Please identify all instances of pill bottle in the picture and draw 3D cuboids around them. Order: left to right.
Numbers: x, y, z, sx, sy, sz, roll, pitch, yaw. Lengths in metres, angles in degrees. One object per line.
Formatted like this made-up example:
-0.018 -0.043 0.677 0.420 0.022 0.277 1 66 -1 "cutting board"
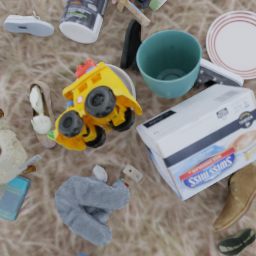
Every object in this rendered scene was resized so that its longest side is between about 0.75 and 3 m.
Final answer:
-1.292 -4.025 8.963 1.226 1.226 2.308 14 81 2 "pill bottle"

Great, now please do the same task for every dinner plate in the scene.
3.749 -2.724 9.252 2.401 0.291 2.401 0 81 0 "dinner plate"

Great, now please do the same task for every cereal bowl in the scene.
-0.686 -0.941 8.558 1.933 0.805 1.933 1 96 11 "cereal bowl"

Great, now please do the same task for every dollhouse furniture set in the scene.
0.034 1.554 8.058 0.550 0.554 0.786 35 81 20 "dollhouse furniture set"

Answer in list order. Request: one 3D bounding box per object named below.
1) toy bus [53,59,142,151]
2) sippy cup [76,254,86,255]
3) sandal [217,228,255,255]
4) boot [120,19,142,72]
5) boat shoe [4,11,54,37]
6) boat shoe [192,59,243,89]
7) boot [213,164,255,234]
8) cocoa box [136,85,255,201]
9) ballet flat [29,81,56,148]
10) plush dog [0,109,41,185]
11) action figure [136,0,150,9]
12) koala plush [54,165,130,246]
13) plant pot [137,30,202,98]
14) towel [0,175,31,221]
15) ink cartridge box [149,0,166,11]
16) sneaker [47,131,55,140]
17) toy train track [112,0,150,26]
-1.084 -0.753 7.777 2.254 1.530 2.164 -33 63 13 "toy bus"
-1.343 4.317 7.218 2.248 1.648 1.765 3 117 22 "sippy cup"
3.170 3.352 8.215 1.272 0.363 0.505 -15 81 -18 "sandal"
0.529 -2.568 9.023 1.286 0.647 1.720 11 89 7 "boot"
-3.195 -3.483 9.241 1.624 0.600 0.692 5 62 6 "boat shoe"
2.396 -1.551 8.835 2.389 0.835 0.791 22 79 -4 "boat shoe"
3.053 1.963 8.046 2.408 0.886 0.908 -40 83 -26 "boot"
1.994 0.280 7.700 2.784 1.857 1.827 -28 107 -5 "cocoa box"
-2.710 -0.437 8.621 0.729 0.720 2.142 -15 81 7 "ballet flat"
-3.849 0.463 8.043 2.518 2.020 2.163 -41 71 26 "plush dog"
0.224 -5.136 9.154 2.003 1.083 2.071 -39 75 23 "action figure"
-0.995 1.844 7.613 1.719 1.871 1.659 25 96 -3 "koala plush"
1.190 -1.628 7.909 1.695 1.360 1.695 -5 64 11 "plant pot"
-4.013 1.930 8.512 1.778 0.193 1.304 18 80 3 "towel"
1.349 -4.598 9.156 0.336 1.020 1.402 43 77 -5 "ink cartridge box"
-1.918 0.066 8.431 1.066 0.446 0.395 -14 38 -27 "sneaker"
-0.016 -3.882 9.013 1.747 1.002 0.284 45 65 9 "toy train track"
